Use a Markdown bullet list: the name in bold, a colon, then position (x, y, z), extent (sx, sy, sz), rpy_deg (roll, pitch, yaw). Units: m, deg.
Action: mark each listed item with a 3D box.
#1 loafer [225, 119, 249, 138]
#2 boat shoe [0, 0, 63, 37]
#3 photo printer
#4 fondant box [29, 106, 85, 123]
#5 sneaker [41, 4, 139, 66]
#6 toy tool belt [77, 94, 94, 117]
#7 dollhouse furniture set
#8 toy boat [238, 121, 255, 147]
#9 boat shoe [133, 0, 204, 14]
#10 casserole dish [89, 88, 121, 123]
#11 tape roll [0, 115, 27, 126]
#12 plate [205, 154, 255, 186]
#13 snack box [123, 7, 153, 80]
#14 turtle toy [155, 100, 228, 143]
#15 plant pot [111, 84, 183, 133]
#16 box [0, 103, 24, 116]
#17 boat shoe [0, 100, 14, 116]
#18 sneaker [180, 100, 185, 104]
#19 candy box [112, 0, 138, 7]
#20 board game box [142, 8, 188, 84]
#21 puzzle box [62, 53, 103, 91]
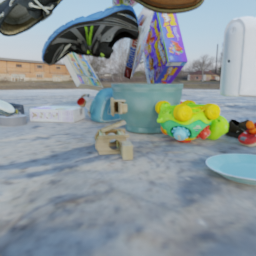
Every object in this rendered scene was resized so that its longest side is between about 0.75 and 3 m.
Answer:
- **loafer**: position (3.207, 0.044, 7.576), extent (0.534, 0.522, 1.464), rpy_deg (-5, 11, -29)
- **boat shoe**: position (-1.749, -2.340, 5.294), extent (2.154, 0.650, 0.815), rpy_deg (-13, -20, 40)
- **photo printer**: position (3.146, -1.806, 7.296), extent (1.680, 2.019, 0.701), rpy_deg (-2, 8, -38)
- **fondant box**: position (-2.779, -0.566, 11.144), extent (1.791, 0.522, 1.292), rpy_deg (1, 10, 10)
- **sneaker**: position (-0.864, -2.039, 6.584), extent (2.481, 1.028, 0.880), rpy_deg (-24, 4, -5)
- **toy tool belt**: position (-1.226, -0.732, 11.074), extent (1.513, 0.945, 0.930), rpy_deg (13, -20, 30)
- **dollhouse furniture set**: position (-0.365, -0.030, 6.087), extent (0.740, 1.177, 1.331), rpy_deg (-2, 9, -7)
- **toy boat**: position (3.036, 0.058, 6.812), extent (0.797, 0.521, 0.520), rpy_deg (-33, 21, -13)
- **boat shoe**: position (0.374, -3.005, 5.598), extent (2.413, 0.868, 0.820), rpy_deg (19, -13, 13)
- **casserole dish**: position (-0.537, -0.832, 10.689), extent (0.433, 1.351, 2.231), rpy_deg (30, 25, 29)
- **tape roll**: position (-4.168, -0.284, 10.119), extent (0.942, 0.311, 0.942), rpy_deg (0, 9, 0)
- **plate**: position (2.072, 0.709, 4.718), extent (1.499, 0.192, 1.499), rpy_deg (1, 11, 0)
- **snack box**: position (0.286, -2.500, 8.502), extent (0.300, 0.888, 2.471), rpy_deg (25, -24, 4)
- **turtle toy**: position (1.682, -0.156, 7.241), extent (2.033, 1.027, 1.481), rpy_deg (-3, 10, -17)
- **plant pot**: position (0.581, -0.640, 8.735), extent (2.207, 1.478, 2.207), rpy_deg (0, 10, 0)
- **box**: position (-5.685, -0.650, 11.436), extent (2.268, 0.579, 1.789), rpy_deg (-10, 15, -42)
- **boat shoe**: position (-5.100, -0.770, 10.396), extent (2.013, 0.622, 0.733), rpy_deg (22, 12, 14)
- **sneaker**: position (2.517, -1.202, 14.894), extent (0.835, 0.521, 1.559), rpy_deg (-9, 10, -38)
- **candy box**: position (0.175, -3.453, 6.924), extent (1.226, 0.374, 0.836), rpy_deg (-35, -9, -4)
- **board game box**: position (1.088, -3.080, 9.873), extent (0.671, 2.996, 2.014), rpy_deg (-4, -19, -15)
- **puzzle box**: position (-2.081, -2.577, 12.278), extent (0.272, 2.141, 1.425), rpy_deg (-41, -22, 29)
